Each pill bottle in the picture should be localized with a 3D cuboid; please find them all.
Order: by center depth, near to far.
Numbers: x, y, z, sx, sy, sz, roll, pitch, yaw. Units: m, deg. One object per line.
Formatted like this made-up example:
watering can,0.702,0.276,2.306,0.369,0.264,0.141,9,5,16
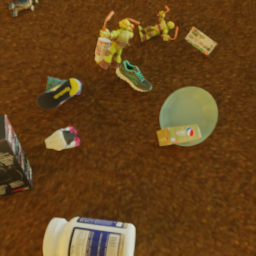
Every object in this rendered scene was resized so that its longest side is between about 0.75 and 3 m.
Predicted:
pill bottle,-1.119,3.455,8.324,2.503,1.448,1.448,6,66,8
pill bottle,-1.042,-3.122,11.289,0.509,0.898,0.509,13,29,-7

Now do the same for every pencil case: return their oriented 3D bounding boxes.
pencil case,-2.539,-1.664,11.101,1.340,0.570,0.619,9,43,3

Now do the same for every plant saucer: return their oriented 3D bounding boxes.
plant saucer,2.159,-0.425,10.244,2.191,0.422,2.191,-2,104,-9

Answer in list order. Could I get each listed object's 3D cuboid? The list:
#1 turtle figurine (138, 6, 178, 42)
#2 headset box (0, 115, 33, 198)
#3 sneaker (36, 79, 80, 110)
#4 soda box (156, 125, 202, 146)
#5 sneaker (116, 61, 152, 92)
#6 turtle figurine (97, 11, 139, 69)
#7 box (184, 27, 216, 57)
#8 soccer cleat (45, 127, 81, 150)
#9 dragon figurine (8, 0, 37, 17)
turtle figurine,1.290,-4.342,12.150,1.602,0.640,1.986,-13,64,11
headset box,-4.396,0.981,8.514,2.149,2.887,1.115,-15,47,-10
sneaker,-2.542,-1.240,10.418,1.863,0.766,0.689,-24,105,13
soda box,1.803,0.244,9.768,1.637,0.555,0.524,-4,77,-37
sneaker,0.270,-2.001,10.803,1.562,0.712,0.606,32,52,1
turtle figurine,-0.321,-3.309,10.844,0.827,2.070,2.567,33,31,13
box,3.031,-3.617,11.764,1.191,0.655,0.207,34,25,-7
soccer cleat,-2.206,0.375,9.481,0.879,2.037,0.712,-19,87,2
dragon figurine,-4.819,-6.005,13.014,0.996,0.590,2.003,12,68,5
